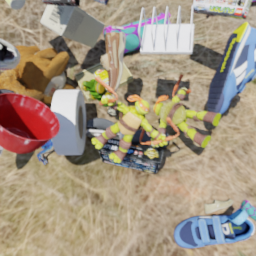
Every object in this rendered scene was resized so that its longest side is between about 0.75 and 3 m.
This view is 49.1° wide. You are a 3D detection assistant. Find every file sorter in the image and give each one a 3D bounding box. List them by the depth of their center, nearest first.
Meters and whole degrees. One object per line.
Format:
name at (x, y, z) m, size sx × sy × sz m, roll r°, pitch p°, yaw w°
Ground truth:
file sorter at (0.940, -2.428, 6.891) m, size 1.294 × 0.806 × 0.898 m, roll 4°, pitch 66°, yaw 14°

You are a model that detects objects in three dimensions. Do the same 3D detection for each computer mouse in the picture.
computer mouse at (-3.912, -0.047, 7.944) m, size 0.514 × 1.286 × 2.345 m, roll 25°, pitch 101°, yaw 28°

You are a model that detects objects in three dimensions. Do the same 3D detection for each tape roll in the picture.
tape roll at (-1.915, -0.180, 9.265) m, size 0.764 × 2.183 × 2.183 m, roll -1°, pitch 67°, yaw 0°

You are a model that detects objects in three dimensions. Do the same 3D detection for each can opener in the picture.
can opener at (-0.052, 0.122, 9.891) m, size 2.926 × 0.780 × 0.978 m, roll 3°, pitch 68°, yaw 0°

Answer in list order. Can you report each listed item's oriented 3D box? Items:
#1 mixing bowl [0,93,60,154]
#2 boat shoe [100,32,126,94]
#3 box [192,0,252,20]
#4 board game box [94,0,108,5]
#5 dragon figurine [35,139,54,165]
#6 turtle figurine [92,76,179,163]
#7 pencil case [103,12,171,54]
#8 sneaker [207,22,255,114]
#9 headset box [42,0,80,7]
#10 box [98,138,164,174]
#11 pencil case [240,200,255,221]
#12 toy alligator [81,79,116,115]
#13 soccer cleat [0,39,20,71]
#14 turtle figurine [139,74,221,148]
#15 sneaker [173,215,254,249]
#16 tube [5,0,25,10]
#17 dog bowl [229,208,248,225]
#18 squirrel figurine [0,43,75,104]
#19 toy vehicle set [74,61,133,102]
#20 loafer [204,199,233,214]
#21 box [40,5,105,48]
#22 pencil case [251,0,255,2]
mixing bowl at (-2.457, 0.024, 6.408) m, size 1.567 × 0.848 × 1.567 m, roll 27°, pitch 28°, yaw -16°
boat shoe at (-0.473, -1.829, 7.844) m, size 0.634 × 0.669 × 1.767 m, roll 6°, pitch 83°, yaw -11°
box at (2.642, -3.640, 7.914) m, size 1.612 × 0.280 × 0.887 m, roll 26°, pitch 110°, yaw 36°
board game box at (-1.444, -6.330, 12.813) m, size 1.260 × 0.389 × 1.261 m, roll 15°, pitch 68°, yaw 6°
dragon figurine at (-2.904, 0.465, 9.905) m, size 0.803 × 0.476 × 1.616 m, roll -13°, pitch 69°, yaw -6°
turtle figurine at (-0.109, -0.135, 7.219) m, size 2.473 × 1.995 × 0.797 m, roll 33°, pitch 32°, yaw -12°
pencil case at (0.408, -3.797, 11.288) m, size 2.637 × 1.219 × 1.122 m, roll -18°, pitch 58°, yaw -10°
sneaker at (3.179, -1.544, 8.053) m, size 1.123 × 1.010 × 2.731 m, roll 20°, pitch 99°, yaw -12°
headset box at (-1.726, -3.504, 7.071) m, size 0.990 × 0.382 × 0.737 m, roll 8°, pitch 102°, yaw 10°
box at (0.071, 0.927, 9.110) m, size 1.988 × 1.580 × 0.457 m, roll 12°, pitch 69°, yaw 5°
pencil case at (4.064, 2.723, 9.000) m, size 0.874 × 0.404 × 0.372 m, roll 37°, pitch 28°, yaw 13°
toy alligator at (-0.788, -0.995, 8.381) m, size 0.634 × 1.912 × 0.459 m, roll 11°, pitch 71°, yaw 25°
soccer cleat at (-3.454, -1.988, 7.886) m, size 1.006 × 2.329 × 0.814 m, roll 17°, pitch 96°, yaw 3°
turtle figurine at (1.572, -0.437, 8.363) m, size 2.150 × 0.859 × 2.666 m, roll 25°, pitch 75°, yaw 33°
sneaker at (2.619, 3.093, 8.510) m, size 2.485 × 1.022 × 0.919 m, roll -9°, pitch 70°, yaw -2°
tube at (-3.455, -4.009, 7.677) m, size 0.508 × 0.455 × 1.752 m, roll -16°, pitch 67°, yaw -54°
dog bowl at (2.988, 2.406, 7.569) m, size 0.453 × 0.813 × 0.202 m, roll -43°, pitch 74°, yaw -3°
squirrel figurine at (-3.711, -1.968, 10.220) m, size 2.596 × 1.968 × 2.781 m, roll 40°, pitch 70°, yaw 22°
toy vehicle set at (-0.955, -1.970, 11.042) m, size 1.993 × 0.264 × 1.238 m, roll -26°, pitch 70°, yaw -11°
loafer at (2.932, 2.492, 9.103) m, size 1.014 × 0.384 × 0.346 m, roll -19°, pitch 75°, yaw -7°
box at (-1.714, -3.420, 9.205) m, size 0.842 × 2.464 × 1.012 m, roll 33°, pitch 103°, yaw 9°
pencil case at (4.643, -5.883, 12.180) m, size 2.916 × 1.289 × 1.289 m, roll -16°, pitch 68°, yaw -5°
